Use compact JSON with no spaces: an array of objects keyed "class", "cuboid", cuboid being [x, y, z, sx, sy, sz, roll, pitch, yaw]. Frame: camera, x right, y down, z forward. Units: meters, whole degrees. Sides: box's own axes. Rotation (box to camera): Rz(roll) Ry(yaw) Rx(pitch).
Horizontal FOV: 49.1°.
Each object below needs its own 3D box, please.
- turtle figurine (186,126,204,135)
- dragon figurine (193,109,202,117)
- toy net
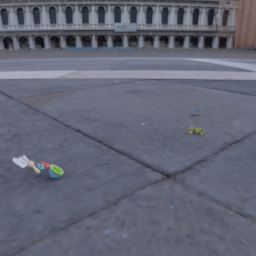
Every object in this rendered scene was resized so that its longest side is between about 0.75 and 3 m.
[{"class":"turtle figurine","cuboid":[2.736,0.076,11.268,0.615,0.246,0.763,16,27,37]},{"class":"dragon figurine","cuboid":[3.318,-0.736,13.703,0.822,0.242,0.409,-12,22,-32]},{"class":"toy net","cuboid":[-2.451,0.989,7.673,1.349,0.261,0.708,28,12,-26]}]
